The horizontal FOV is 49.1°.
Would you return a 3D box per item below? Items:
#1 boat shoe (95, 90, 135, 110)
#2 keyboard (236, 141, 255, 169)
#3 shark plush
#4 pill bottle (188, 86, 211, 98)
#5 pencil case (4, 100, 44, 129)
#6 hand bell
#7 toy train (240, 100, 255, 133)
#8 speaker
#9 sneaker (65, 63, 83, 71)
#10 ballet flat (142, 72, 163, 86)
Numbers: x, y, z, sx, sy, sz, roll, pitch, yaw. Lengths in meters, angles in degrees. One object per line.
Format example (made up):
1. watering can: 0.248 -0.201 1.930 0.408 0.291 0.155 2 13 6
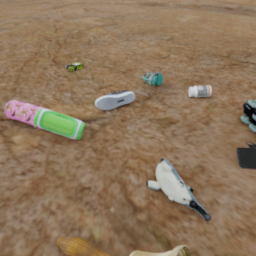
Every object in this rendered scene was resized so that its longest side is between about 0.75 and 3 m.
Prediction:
1. boat shoe: -0.628 -1.296 12.209 1.861 0.651 0.617 -19 38 -22
2. keyboard: 4.613 0.993 9.303 1.979 0.392 1.030 4 56 3
3. shark plush: 1.538 1.633 7.894 0.915 0.998 2.197 12 13 -44
4. pill bottle: 3.346 -1.690 13.063 0.955 0.556 0.556 -2 33 -3
5. pencil case: -3.976 -0.546 11.114 1.911 0.791 0.827 16 14 23
6. hand bell: -0.361 2.830 5.839 2.967 1.545 1.545 5 32 30
7. toy train: 5.338 -0.244 10.494 1.443 1.079 2.532 3 32 -12
8. speaker: -2.448 -0.133 10.071 1.691 0.748 0.748 19 34 -4
9. sneaker: -3.097 -3.470 15.982 1.061 0.400 0.406 -13 27 -37
10. ballet flat: 1.172 -2.407 13.574 0.748 0.748 2.015 12 11 17
